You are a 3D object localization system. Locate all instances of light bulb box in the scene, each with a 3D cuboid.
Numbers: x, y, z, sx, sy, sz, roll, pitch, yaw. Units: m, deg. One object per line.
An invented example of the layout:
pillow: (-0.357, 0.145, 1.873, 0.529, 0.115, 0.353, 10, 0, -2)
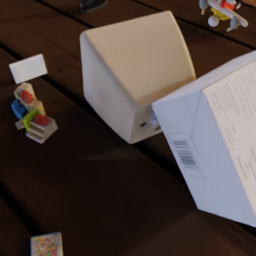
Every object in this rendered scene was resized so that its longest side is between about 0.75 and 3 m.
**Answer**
light bulb box: (2.556, 0.014, 6.148, 2.866, 2.841, 1.789, -29, 10, -24)

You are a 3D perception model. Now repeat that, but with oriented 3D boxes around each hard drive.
hard drive: (-3.390, -2.004, 9.569, 1.104, 0.728, 0.147, -27, 54, -22)

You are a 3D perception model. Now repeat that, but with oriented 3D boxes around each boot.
boot: (-1.612, -6.149, 12.888, 0.636, 1.263, 1.690, 29, 54, 23)

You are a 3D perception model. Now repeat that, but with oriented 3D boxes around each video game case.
video game case: (-1.694, 2.662, 5.823, 0.624, 0.078, 0.871, -6, 50, -13)

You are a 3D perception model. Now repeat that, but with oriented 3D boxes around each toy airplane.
toy airplane: (3.870, -4.919, 11.736, 1.951, 1.383, 1.960, 21, 29, -25)

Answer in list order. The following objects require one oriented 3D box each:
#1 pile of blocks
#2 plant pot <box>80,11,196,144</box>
pile of blocks: (-3.009, -0.583, 8.303, 0.977, 0.740, 2.380, -28, 54, -23)
plant pot: (0.376, -1.147, 7.785, 2.635, 2.638, 2.335, -20, 64, -17)
